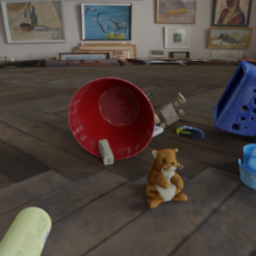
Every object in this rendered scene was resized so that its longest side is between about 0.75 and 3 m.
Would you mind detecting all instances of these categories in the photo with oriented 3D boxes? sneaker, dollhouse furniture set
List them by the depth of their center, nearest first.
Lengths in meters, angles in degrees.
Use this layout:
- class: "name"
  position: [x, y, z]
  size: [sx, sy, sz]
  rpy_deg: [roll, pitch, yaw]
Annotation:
- class: "sneaker"
  position: [2.559, 0.155, 11.319]
  size: [1.150, 0.425, 0.473]
  rpy_deg: [15, 21, 35]
- class: "dollhouse furniture set"
  position: [1.724, -0.731, 12.100]
  size: [0.725, 1.639, 0.849]
  rpy_deg: [32, 30, -50]

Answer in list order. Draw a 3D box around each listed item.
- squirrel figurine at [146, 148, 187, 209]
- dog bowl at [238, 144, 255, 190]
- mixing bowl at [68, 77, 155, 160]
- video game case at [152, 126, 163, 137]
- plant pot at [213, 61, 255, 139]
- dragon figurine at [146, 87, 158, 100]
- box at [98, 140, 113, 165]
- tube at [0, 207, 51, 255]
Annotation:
- class: "squirrel figurine"
  position: [0.853, 1.087, 7.083]
  size: [0.988, 1.303, 1.397]
  rpy_deg: [-6, 18, -9]
- class: "dog bowl"
  position: [3.950, 1.125, 8.186]
  size: [1.275, 0.567, 2.288]
  rpy_deg: [10, 20, 27]
- class: "mixing bowl"
  position: [-0.425, -0.475, 9.363]
  size: [2.767, 2.767, 1.499]
  rpy_deg: [3, 23, 9]
- class: "video game case"
  position: [0.313, 0.199, 11.544]
  size: [1.455, 0.183, 2.032]
  rpy_deg: [13, 22, 34]
- class: "plant pot"
  position: [4.825, -0.930, 10.822]
  size: [2.152, 2.394, 2.394]
  rpy_deg: [27, 29, 5]
- class: "dragon figurine"
  position: [0.503, -1.096, 13.763]
  size: [2.938, 0.865, 1.460]
  rpy_deg: [-19, 38, -24]
- class: "box"
  position: [-0.734, 0.787, 9.144]
  size: [0.292, 0.351, 0.853]
  rpy_deg: [-8, 38, -17]
- class: "tube"
  position: [-1.838, 2.208, 4.278]
  size: [0.806, 0.721, 2.778]
  rpy_deg: [39, 9, -12]
